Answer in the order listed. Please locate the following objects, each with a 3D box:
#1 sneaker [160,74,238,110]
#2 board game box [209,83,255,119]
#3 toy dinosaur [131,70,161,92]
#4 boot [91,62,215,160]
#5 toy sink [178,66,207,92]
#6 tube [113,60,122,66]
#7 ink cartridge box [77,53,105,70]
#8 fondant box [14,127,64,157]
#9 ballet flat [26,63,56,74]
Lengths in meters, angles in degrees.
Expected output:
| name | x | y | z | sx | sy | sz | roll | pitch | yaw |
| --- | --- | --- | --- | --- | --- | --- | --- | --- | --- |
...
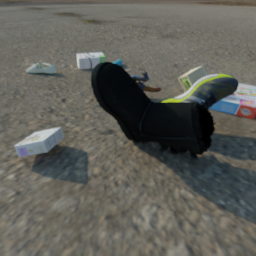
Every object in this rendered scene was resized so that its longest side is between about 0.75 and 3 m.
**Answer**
| name | x | y | z | sx | sy | sz | roll | pitch | yaw |
| --- | --- | --- | --- | --- | --- | --- | --- | --- | --- |
| sneaker | 1.915 | -0.536 | 7.928 | 2.625 | 0.970 | 1.063 | -31 | 43 | 21 |
| board game box | 3.961 | -1.074 | 10.106 | 1.593 | 0.420 | 2.082 | 18 | 33 | 29 |
| toy dinosaur | -0.194 | -1.448 | 10.564 | 1.963 | 2.163 | 1.136 | -12 | 54 | 40 |
| boot | 0.659 | -0.406 | 6.623 | 2.308 | 2.817 | 1.042 | 9 | 55 | 37 |
| toy sink | 2.418 | -1.685 | 10.409 | 0.725 | 0.843 | 1.293 | -30 | 8 | -4 |
| tube | -0.767 | -3.098 | 13.974 | 0.466 | 0.303 | 1.202 | 16 | 36 | 35 |
| ink cartridge box | -1.884 | -3.400 | 14.177 | 1.338 | 0.562 | 0.973 | -7 | 30 | -13 |
| fondant box | -2.252 | 0.350 | 7.228 | 0.805 | 0.325 | 1.115 | -11 | 14 | 13 |
| ballet flat | -4.096 | -2.834 | 13.248 | 1.495 | 0.536 | 0.536 | 4 | 29 | 9 |
